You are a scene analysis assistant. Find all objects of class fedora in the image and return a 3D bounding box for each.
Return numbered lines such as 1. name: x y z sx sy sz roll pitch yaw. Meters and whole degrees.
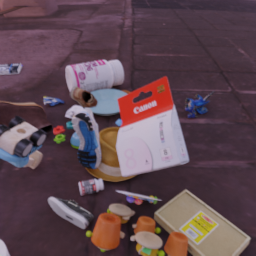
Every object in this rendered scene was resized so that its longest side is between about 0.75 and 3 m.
1. fedora: -0.488 0.773 10.517 2.703 1.102 2.703 0 36 0

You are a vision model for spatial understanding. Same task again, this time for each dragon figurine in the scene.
1. dragon figurine: 3.510 -1.094 13.574 2.208 0.650 1.098 -17 38 -22

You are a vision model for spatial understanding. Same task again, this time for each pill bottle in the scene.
1. pill bottle: -1.241 1.968 9.385 0.776 0.450 0.450 -10 36 -13
2. pill bottle: -1.786 -2.757 15.098 2.849 1.615 1.615 -16 38 -22

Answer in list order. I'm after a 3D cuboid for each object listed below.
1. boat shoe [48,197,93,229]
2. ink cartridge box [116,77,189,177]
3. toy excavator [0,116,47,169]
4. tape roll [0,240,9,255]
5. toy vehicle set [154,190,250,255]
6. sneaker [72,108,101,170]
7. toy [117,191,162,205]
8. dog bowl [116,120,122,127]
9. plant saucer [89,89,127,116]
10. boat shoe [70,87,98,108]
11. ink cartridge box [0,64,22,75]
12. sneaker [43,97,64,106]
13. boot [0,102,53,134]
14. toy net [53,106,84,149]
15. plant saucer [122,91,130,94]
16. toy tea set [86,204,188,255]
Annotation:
1. boat shoe: -1.770 2.511 8.586 1.543 0.546 0.491 26 42 20
2. ink cartridge box: 0.490 0.015 8.446 2.108 2.594 0.740 -20 -8 37
3. toy excavator: -3.469 0.770 9.176 1.118 2.239 2.177 30 28 6
4. tape roll: -3.786 3.517 7.132 1.425 0.498 1.425 0 36 0
5. toy vehicle set: 2.083 2.917 8.145 1.464 0.312 2.356 -25 42 -31
6. sneaker: -1.320 0.368 9.878 0.866 2.311 1.002 2 26 8
7. toy: 0.298 2.216 8.710 1.293 0.305 0.744 12 -10 -22
8. dog bowl: -0.117 -0.060 10.473 0.756 0.187 0.422 36 9 11
9. plant saucer: -1.059 -1.168 13.842 2.425 0.467 2.425 0 34 0
10. boat shoe: -1.502 -1.040 10.206 0.545 0.574 1.517 14 -4 26
11. ink cartridge box: -7.541 -3.778 17.702 1.430 0.313 1.444 -5 34 -6
12. sneaker: -3.761 -1.311 14.166 1.051 0.432 0.388 6 3 -21
13. boot: -4.940 -0.284 12.027 2.921 1.057 2.430 -15 35 -27
14. toy net: -2.463 -0.079 12.292 1.476 0.543 2.813 -8 34 -6
15. plant saucer: -0.215 -1.813 15.040 0.777 0.145 0.777 0 34 0
16. toy tea set: 0.248 3.104 7.646 2.721 1.007 1.618 17 9 28
